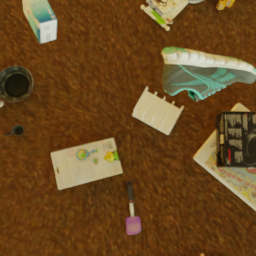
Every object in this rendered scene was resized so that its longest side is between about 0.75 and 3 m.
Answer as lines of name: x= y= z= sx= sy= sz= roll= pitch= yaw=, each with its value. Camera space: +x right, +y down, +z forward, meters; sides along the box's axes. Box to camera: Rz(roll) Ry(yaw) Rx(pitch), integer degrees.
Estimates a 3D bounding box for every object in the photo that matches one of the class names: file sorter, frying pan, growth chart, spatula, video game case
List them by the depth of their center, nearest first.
spatula: x=0.115 y=2.696 z=9.556 sx=0.498 sy=0.181 sz=1.761 roll=-6 pitch=81 yaw=-2
file sorter: x=1.027 y=-0.597 z=9.669 sx=1.481 sy=0.922 sz=1.028 roll=29 pitch=83 yaw=4
video game case: x=4.164 y=0.986 z=9.730 sx=2.838 sy=0.325 sz=2.583 roll=40 pitch=84 yaw=5
frying pan: x=-4.016 y=0.198 z=9.956 sx=0.726 sy=0.118 sz=0.439 roll=-42 pitch=83 yaw=-4
frying pan: x=-4.507 y=-1.632 z=10.107 sx=2.231 sy=0.363 sz=1.350 roll=8 pitch=81 yaw=3
growth chart: x=1.515 y=-4.953 z=10.676 sx=1.622 sy=0.199 sz=2.241 roll=37 pitch=81 yaw=4

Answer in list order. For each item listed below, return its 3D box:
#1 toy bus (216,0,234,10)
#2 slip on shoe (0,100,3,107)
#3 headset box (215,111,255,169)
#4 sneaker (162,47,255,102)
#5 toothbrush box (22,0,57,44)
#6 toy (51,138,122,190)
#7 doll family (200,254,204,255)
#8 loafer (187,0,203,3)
toy bus: x=3.825 y=-5.065 z=10.576 sx=0.514 sy=0.427 sz=1.313 roll=26 pitch=82 yaw=3
slip on shoe: x=-4.966 y=-1.045 z=10.049 sx=0.945 sy=0.286 sz=0.359 roll=29 pitch=83 yaw=4
headset box: x=4.215 y=0.425 z=9.179 sx=2.449 sy=0.946 sz=1.822 roll=1 pitch=82 yaw=0
sneaker: x=2.064 y=-1.305 z=7.384 sx=2.792 sy=1.083 sz=1.273 roll=5 pitch=110 yaw=-17
toothbrush box: x=-2.699 y=-3.428 z=8.508 sx=0.562 sy=0.964 sz=1.317 roll=-23 pitch=79 yaw=-23
toy: x=-1.403 y=1.225 z=9.608 sx=2.179 sy=0.514 sz=1.255 roll=-14 pitch=79 yaw=-6
doll family: x=2.689 y=5.295 z=8.706 sx=1.504 sy=1.092 sz=2.423 roll=-9 pitch=82 yaw=-1
loafer: x=2.828 y=-5.018 z=10.526 sx=1.213 sy=0.423 sz=0.424 roll=-20 pitch=100 yaw=-3
